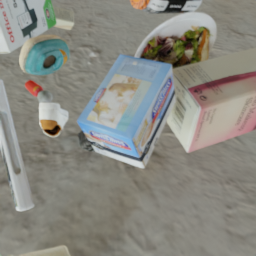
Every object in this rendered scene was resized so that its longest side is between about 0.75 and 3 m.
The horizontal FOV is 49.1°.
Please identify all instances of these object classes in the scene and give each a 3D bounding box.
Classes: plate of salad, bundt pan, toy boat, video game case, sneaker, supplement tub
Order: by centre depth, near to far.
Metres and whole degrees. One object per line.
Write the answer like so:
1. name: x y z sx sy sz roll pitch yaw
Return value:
1. sneaker: -0.943 -0.066 3.470 0.323 0.886 0.375 1 85 -2
2. video game case: -2.067 0.473 4.930 0.252 2.159 1.962 -13 81 -26
3. bundt pan: -0.629 0.286 5.788 0.836 0.836 0.314 -2 69 -2
4. plate of salad: 1.104 -1.614 6.348 2.113 2.113 0.507 -18 62 -15
5. toy boat: -1.971 -1.390 6.741 0.787 1.693 1.423 38 34 13
6. supplement tub: 1.093 -3.931 8.029 2.005 1.229 1.229 -14 49 -28

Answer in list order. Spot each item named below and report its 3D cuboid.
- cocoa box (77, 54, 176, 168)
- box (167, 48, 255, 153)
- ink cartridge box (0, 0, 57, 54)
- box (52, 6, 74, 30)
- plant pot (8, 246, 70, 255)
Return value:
1. cocoa box: 0.056 -0.314 4.877 1.050 1.034 1.575 18 64 23
2. box: 2.116 -0.629 6.211 2.305 1.474 1.256 -17 52 -14
3. ink cartridge box: -3.345 -3.497 7.823 1.175 2.074 2.829 2 35 15
4. box: -2.696 -4.161 10.531 1.218 0.474 0.579 4 70 -29
5. plant pot: -1.751 2.996 5.503 1.291 1.410 1.410 -11 48 -25
